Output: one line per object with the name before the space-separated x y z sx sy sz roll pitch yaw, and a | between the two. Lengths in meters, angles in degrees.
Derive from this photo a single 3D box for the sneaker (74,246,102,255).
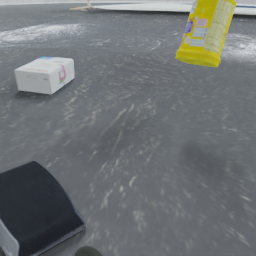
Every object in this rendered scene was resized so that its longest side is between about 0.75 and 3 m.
sneaker | -0.482 2.314 3.969 0.677 0.809 1.828 -9 29 -13

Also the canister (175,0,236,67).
canister | 2.095 -2.605 7.607 0.728 1.683 1.250 8 11 -40

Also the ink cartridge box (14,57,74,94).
ink cartridge box | -3.472 -2.285 11.913 1.563 0.915 2.163 8 29 14

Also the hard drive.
hard drive | -2.023 1.505 5.680 1.540 0.483 2.283 -21 36 -32
